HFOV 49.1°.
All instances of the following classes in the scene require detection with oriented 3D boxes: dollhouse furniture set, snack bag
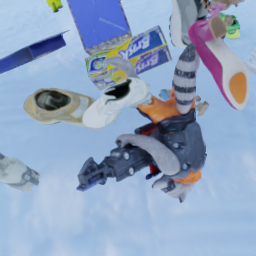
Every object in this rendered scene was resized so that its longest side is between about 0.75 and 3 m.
[{"bbox_3d":[1.294,-0.567,6.943,0.880,0.608,0.932,-16,52,-29],"label":"dollhouse furniture set"},{"bbox_3d":[3.572,-1.146,6.260,1.958,0.210,1.846,42,46,9],"label":"snack bag"}]

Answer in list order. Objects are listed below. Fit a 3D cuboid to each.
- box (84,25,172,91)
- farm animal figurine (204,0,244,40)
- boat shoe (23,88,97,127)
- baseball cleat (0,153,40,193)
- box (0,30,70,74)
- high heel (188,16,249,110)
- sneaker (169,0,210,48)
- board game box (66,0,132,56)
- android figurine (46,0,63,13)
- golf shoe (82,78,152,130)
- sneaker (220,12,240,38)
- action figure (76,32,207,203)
[{"bbox_3d":[0.000,-1.189,4.869,1.418,0.497,0.456,-22,63,11],"label":"box"},{"bbox_3d":[1.909,-2.455,5.551,0.663,1.271,1.257,9,33,4],"label":"farm animal figurine"},{"bbox_3d":[-1.603,-0.544,5.762,2.280,0.868,0.817,3,75,40],"label":"boat shoe"},{"bbox_3d":[-2.160,0.827,4.979,1.640,0.873,0.572,6,58,46],"label":"baseball cleat"},{"bbox_3d":[-2.624,-1.938,7.389,2.287,0.371,1.386,-12,22,31],"label":"box"},{"bbox_3d":[1.182,-0.829,3.764,0.427,1.269,0.609,-33,15,-10],"label":"high heel"},{"bbox_3d":[1.482,-3.182,6.686,0.986,2.486,0.919,14,40,42],"label":"sneaker"},{"bbox_3d":[-0.580,-2.468,6.389,0.993,2.050,1.634,-20,92,6],"label":"board game box"},{"bbox_3d":[-2.394,-4.277,8.623,0.264,1.283,1.168,-27,14,-28],"label":"android figurine"},{"bbox_3d":[-0.254,-0.351,3.667,1.095,0.532,0.429,-30,65,22],"label":"golf shoe"},{"bbox_3d":[4.419,-4.648,12.236,0.676,0.763,1.825,-12,49,-9],"label":"sneaker"},{"bbox_3d":[0.474,0.100,4.294,2.659,2.572,1.391,-31,28,-34],"label":"action figure"}]
